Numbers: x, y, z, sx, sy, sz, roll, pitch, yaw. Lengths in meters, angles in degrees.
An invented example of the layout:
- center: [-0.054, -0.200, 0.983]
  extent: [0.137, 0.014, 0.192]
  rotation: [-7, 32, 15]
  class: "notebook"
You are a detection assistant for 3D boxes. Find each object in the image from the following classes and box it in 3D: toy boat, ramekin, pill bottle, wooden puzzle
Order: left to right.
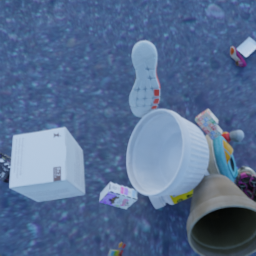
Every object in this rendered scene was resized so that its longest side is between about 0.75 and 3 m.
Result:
- center: [-0.434, 3.739, 7.841]
  extent: [0.079, 0.665, 1.121]
  rotation: [20, 81, 37]
  class: "wooden puzzle"
- center: [1.190, 0.798, 8.306]
  extent: [1.319, 2.514, 2.514]
  rotation: [15, 70, -34]
  class: "ramekin"
- center: [1.817, 2.020, 10.262]
  extent: [2.247, 1.284, 1.284]
  rotation: [-26, 74, 6]
  class: "pill bottle"
- center: [3.563, 0.838, 10.286]
  extent: [1.150, 2.474, 2.079]
  rotation: [-14, 113, 33]
  class: "toy boat"

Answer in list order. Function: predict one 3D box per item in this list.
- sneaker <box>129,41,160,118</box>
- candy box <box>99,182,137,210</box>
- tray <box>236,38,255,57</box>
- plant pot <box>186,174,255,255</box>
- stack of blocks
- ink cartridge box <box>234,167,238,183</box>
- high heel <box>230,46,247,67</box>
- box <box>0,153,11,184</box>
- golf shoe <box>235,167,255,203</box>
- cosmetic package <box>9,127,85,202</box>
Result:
- center: [0.578, -1.500, 8.616]
  extent: [0.935, 2.426, 0.993]
  rotation: [7, 29, 6]
  class: "sneaker"
- center: [-0.288, 2.041, 8.350]
  extent: [0.914, 0.767, 0.327]
  rotation: [20, 45, -17]
  class: "candy box"
- center: [5.367, -3.603, 12.603]
  extent: [1.095, 0.121, 0.588]
  rotation: [-40, 80, -22]
  class: "tray"
- center: [2.519, 2.273, 7.713]
  extent: [2.014, 1.748, 2.014]
  rotation: [1, 118, 1]
  class: "plant pot"
- center: [2.383, -0.095, 8.129]
  extent: [0.804, 0.463, 0.235]
  rotation: [48, 36, -7]
  class: "stack of blocks"
- center: [3.987, 1.761, 10.847]
  extent: [0.293, 0.523, 0.766]
  rotation: [19, 74, 1]
  class: "ink cartridge box"
- center: [4.913, -3.174, 12.520]
  extent: [0.514, 0.361, 1.070]
  rotation: [0, 69, -26]
  class: "high heel"
- center: [-4.483, 1.550, 10.457]
  extent: [0.916, 1.387, 0.796]
  rotation: [31, 75, 9]
  class: "box"
- center: [4.786, 2.672, 10.296]
  extent: [0.983, 1.247, 2.709]
  rotation: [-20, 95, 24]
  class: "golf shoe"
- center: [-2.236, 1.130, 8.092]
  extent: [1.532, 1.857, 1.531]
  rotation: [-9, 63, 3]
  class: "cosmetic package"
